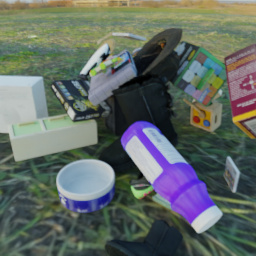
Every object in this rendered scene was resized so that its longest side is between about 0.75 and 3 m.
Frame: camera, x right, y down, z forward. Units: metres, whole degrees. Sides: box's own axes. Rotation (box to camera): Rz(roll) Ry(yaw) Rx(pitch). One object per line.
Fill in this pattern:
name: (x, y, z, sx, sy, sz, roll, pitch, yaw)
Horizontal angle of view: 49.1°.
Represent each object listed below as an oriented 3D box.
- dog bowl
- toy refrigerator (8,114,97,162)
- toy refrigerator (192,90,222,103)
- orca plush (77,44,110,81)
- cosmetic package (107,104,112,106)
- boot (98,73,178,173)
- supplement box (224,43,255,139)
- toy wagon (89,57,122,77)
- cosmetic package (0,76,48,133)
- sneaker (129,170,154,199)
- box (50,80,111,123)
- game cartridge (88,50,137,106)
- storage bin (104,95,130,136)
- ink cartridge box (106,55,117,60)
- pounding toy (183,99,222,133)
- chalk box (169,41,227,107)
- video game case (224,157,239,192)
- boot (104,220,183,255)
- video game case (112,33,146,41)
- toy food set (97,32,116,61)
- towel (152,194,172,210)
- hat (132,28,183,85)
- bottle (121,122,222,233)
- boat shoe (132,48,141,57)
dog bowl: (-1.117, 1.523, 7.522, 1.517, 0.598, 1.517, 0, 28, 0)
toy refrigerator: (-2.538, 0.183, 9.574, 2.764, 0.967, 1.049, -12, 32, -21)
toy refrigerator: (3.423, -1.295, 12.180, 1.259, 0.441, 0.478, -36, 10, 36)
orca plush: (-1.008, -2.099, 9.503, 0.861, 0.581, 1.636, -13, 41, 42)
cosmetic package: (-0.927, -1.165, 11.583, 1.594, 0.839, 0.567, 7, 5, -38)
boot: (0.122, -0.160, 8.276, 2.853, 2.338, 1.056, -22, 26, -7)
supplement box: (3.780, -1.094, 8.445, 1.041, 1.341, 2.431, -22, 52, 38)
toy wagon: (-0.682, -1.917, 8.666, 1.090, 0.216, 0.846, -29, 5, 25)
cosmetic package: (-4.201, -0.890, 10.579, 1.906, 1.912, 1.175, 2, 29, 3)
sneaker: (0.679, 1.283, 7.760, 1.639, 0.629, 0.687, -28, 76, -42)
box: (-1.674, -1.002, 9.873, 1.462, 0.446, 1.814, -8, 49, -41)
game cartridge: (-0.564, -1.859, 9.691, 1.725, 0.511, 2.661, -36, 25, 14)
storage bin: (-0.173, -0.765, 10.420, 1.246, 1.842, 0.864, -16, 33, -26)
ink cartridge box: (-0.307, -2.056, 11.442, 0.585, 1.531, 1.045, -9, -5, 32)
pounding toy: (2.830, -0.596, 10.707, 1.147, 1.245, 0.885, 25, 46, 39)
chalk box: (2.482, -1.929, 10.106, 1.574, 1.585, 2.540, 29, 17, -20)
video game case: (2.891, 1.297, 7.850, 0.086, 0.685, 0.751, -2, 29, -2)
boot: (0.360, 2.422, 5.911, 1.392, 0.532, 1.170, 19, 37, 19)
video game case: (0.051, -3.743, 11.507, 1.047, 0.115, 0.953, -3, 17, -46)
toy food set: (-0.937, -3.320, 12.089, 1.148, 0.334, 1.663, -21, 51, 32)
towel: (1.138, 1.801, 7.518, 0.658, 0.101, 0.862, 21, 35, 36)
hat: (0.931, -2.103, 9.779, 2.967, 1.197, 2.967, -34, 28, 20)
bottle: (0.998, 1.101, 6.784, 1.222, 0.955, 2.925, 18, 27, -53)
boat shoe: (1.105, -2.656, 11.369, 1.975, 0.714, 0.715, 11, 67, -20)
